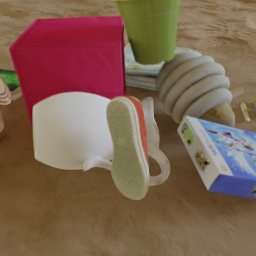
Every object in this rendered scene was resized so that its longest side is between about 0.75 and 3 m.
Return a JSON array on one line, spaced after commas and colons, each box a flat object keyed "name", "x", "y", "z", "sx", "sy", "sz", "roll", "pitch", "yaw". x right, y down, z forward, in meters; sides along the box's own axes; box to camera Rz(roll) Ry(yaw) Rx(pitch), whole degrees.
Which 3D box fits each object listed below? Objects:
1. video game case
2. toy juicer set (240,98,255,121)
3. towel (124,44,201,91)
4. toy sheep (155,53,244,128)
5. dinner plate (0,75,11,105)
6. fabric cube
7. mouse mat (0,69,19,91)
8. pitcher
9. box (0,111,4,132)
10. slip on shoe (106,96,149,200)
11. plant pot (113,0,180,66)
[{"name": "video game case", "x": 2.267, "y": 0.610, "z": 5.820, "sx": 2.066, "sy": 0.470, "sz": 1.873, "roll": 12, "pitch": 32, "yaw": -18}, {"name": "toy juicer set", "x": 3.940, "y": -0.666, "z": 8.246, "sx": 1.507, "sy": 0.410, "sz": 0.958, "roll": -8, "pitch": 38, "yaw": -10}, {"name": "towel", "x": 0.992, "y": -2.294, "z": 10.098, "sx": 2.986, "sy": 0.719, "sz": 2.556, "roll": 13, "pitch": 41, "yaw": 17}, {"name": "toy sheep", "x": 1.734, "y": -1.060, "z": 7.470, "sx": 2.021, "sy": 2.021, "sz": 2.931, "roll": -21, "pitch": 61, "yaw": -26}, {"name": "dinner plate", "x": -4.194, "y": -1.575, "z": 7.841, "sx": 2.356, "sy": 2.356, "sz": 0.286, "roll": 19, "pitch": 56, "yaw": 23}, {"name": "fabric cube", "x": -1.317, "y": -1.471, "z": 7.631, "sx": 2.469, "sy": 2.477, "sz": 2.430, "roll": -2, "pitch": 38, "yaw": 1}, {"name": "mouse mat", "x": -4.546, "y": -1.739, "z": 9.979, "sx": 1.798, "sy": 0.068, "sz": 1.446, "roll": 9, "pitch": 38, "yaw": 10}, {"name": "pitcher", "x": -0.581, "y": 0.291, "z": 6.133, "sx": 2.774, "sy": 1.681, "sz": 2.380, "roll": -2, "pitch": 46, "yaw": -21}, {"name": "box", "x": -4.003, "y": 0.274, "z": 6.449, "sx": 1.164, "sy": 0.953, "sz": 2.451, "roll": 7, "pitch": 36, "yaw": 0}, {"name": "slip on shoe", "x": 0.077, "y": 0.398, "z": 5.149, "sx": 0.774, "sy": 2.088, "sz": 0.639, "roll": 5, "pitch": 23, "yaw": 31}, {"name": "plant pot", "x": 0.552, "y": -2.346, "z": 6.595, "sx": 1.596, "sy": 1.515, "sz": 1.596, "roll": -7, "pitch": 30, "yaw": 4}]
